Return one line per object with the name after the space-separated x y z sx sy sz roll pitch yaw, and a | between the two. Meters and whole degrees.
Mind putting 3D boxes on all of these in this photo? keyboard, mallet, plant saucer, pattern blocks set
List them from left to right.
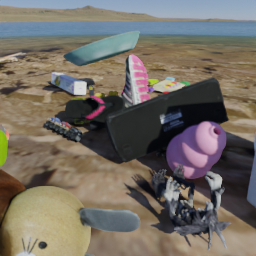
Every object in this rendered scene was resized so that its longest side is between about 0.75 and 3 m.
-0.857 -0.580 7.699 0.441 1.338 0.275 -6 -19 -1 | mallet
-0.834 -2.624 9.564 2.705 0.486 2.705 -17 13 4 | plant saucer
1.633 -1.662 11.355 1.875 0.173 2.133 27 35 36 | pattern blocks set
0.883 -0.055 6.127 2.742 1.427 0.543 -20 11 -15 | keyboard

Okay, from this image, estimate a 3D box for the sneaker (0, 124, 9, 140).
-3.565 0.163 6.117 1.696 0.695 0.654 -16 49 -16 | sneaker

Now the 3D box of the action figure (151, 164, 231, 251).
0.914 1.048 4.180 0.925 0.794 1.556 -4 19 -19 | action figure

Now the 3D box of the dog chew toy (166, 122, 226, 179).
1.245 0.360 5.014 0.892 1.432 0.892 5 62 -10 | dog chew toy

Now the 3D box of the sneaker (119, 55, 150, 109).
0.078 -0.923 7.085 0.778 1.779 0.656 -9 1 36 | sneaker

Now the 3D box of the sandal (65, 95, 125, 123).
-0.933 -0.500 7.117 1.831 0.688 0.413 0 -13 26 | sandal

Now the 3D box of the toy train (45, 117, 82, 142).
-1.675 -0.003 7.251 1.479 0.252 0.339 21 68 40 | toy train

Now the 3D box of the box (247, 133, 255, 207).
3.313 0.249 3.922 2.448 2.435 1.600 -7 23 -16 | box

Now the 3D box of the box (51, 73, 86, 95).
-2.483 -1.845 11.470 0.519 0.484 2.503 -6 21 -35 | box

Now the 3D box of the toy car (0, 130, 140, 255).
-1.023 1.189 2.869 2.144 1.761 1.692 13 23 -1 | toy car

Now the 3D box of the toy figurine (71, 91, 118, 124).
-1.003 -0.561 8.483 1.593 0.840 0.954 -12 2 -18 | toy figurine
